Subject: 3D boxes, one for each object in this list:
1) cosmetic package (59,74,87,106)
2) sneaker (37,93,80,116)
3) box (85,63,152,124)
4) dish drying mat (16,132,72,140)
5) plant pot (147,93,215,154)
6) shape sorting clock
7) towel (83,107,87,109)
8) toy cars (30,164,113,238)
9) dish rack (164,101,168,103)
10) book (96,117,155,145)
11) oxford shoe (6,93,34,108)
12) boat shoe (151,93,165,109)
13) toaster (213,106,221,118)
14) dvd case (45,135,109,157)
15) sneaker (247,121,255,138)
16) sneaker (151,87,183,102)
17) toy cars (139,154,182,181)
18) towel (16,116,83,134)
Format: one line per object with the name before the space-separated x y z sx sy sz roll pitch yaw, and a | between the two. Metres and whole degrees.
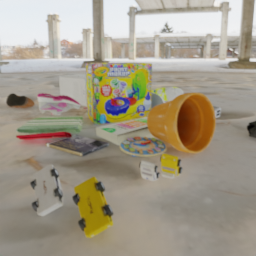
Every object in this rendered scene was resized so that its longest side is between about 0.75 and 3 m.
cosmetic package | -2.407 -2.496 17.598 2.744 1.687 2.735 12 19 43
sneaker | -3.437 -1.088 13.831 2.141 0.944 0.871 6 20 -25
box | -0.454 -1.637 12.651 2.645 2.548 1.614 -5 15 -17
dish drying mat | -2.850 0.293 9.526 1.733 0.158 0.666 -4 -7 10
plant pot | 1.553 -0.176 8.928 1.804 1.804 1.652 -11 9 -35
shape sorting clock | 0.471 0.556 8.816 1.475 0.289 1.475 0 15 0
towel | -1.998 -1.147 15.613 0.639 0.099 0.884 7 17 29
toy cars | -1.066 1.370 5.281 2.262 0.501 1.014 8 53 34
dish rack | 2.274 -1.121 14.607 1.481 0.376 1.726 6 10 -28
book | 0.173 0.070 10.374 2.295 0.551 1.533 -13 18 -33
oxford shoe | -6.155 -1.438 15.890 2.213 0.789 0.789 13 -6 36
boat shoe | 1.195 -1.171 14.171 0.991 1.046 2.993 29 5 -35
toaster | 4.021 -0.766 13.360 0.595 0.523 0.921 14 19 36
dvd case | -1.665 0.539 9.170 1.693 0.135 1.259 10 18 35
sneaker | 4.917 -0.062 10.437 0.881 0.737 1.942 -2 9 27
sneaker | 2.151 -2.166 17.761 2.553 0.967 1.341 -3 15 -7
toy cars | 0.659 0.959 6.105 0.721 0.356 1.607 31 -27 -16
towel | -2.822 -0.126 10.844 2.155 0.331 2.825 -1 10 -6
